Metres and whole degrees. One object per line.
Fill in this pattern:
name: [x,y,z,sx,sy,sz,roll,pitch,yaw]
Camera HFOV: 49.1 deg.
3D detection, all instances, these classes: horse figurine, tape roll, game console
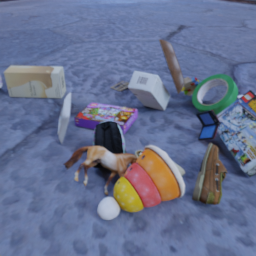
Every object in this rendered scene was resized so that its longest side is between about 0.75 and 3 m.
horse figurine: [-0.731,1.124,8.271,2.214,0.553,1.467,24,66,-12]
tape roll: [3.679,-1.421,11.978,1.880,0.452,1.880,-26,44,28]
game console: [2.780,-0.090,10.140,0.604,0.877,1.018,-35,7,-19]

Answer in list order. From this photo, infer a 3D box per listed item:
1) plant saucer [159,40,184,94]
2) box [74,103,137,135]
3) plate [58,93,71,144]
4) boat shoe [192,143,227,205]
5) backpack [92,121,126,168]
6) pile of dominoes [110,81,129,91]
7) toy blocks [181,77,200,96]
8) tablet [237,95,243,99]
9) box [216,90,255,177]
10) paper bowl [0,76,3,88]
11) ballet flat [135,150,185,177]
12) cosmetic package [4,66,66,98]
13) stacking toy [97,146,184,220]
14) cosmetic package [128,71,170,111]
plant saucer: [1.907,-2.644,11.890,0.449,2.453,2.453,-19,31,10]
box: [-0.882,-0.428,11.474,2.187,0.428,1.496,10,32,20]
plate: [-2.350,-0.378,10.244,0.228,1.410,1.407,11,40,-18]
boat shoe: [2.539,1.391,8.425,0.791,0.837,2.326,14,43,17]
backpack: [-0.673,0.504,9.137,1.241,1.487,0.941,-6,-2,-11]
pile of dominoes: [-0.335,-2.125,14.606,0.950,0.151,0.741,-32,44,-28]
toy blocks: [2.997,-1.989,13.128,0.871,1.274,0.637,-17,54,33]
tablet: [6.061,-1.152,13.020,1.151,0.121,1.768,-8,33,-13]
box: [4.117,0.088,9.430,1.864,0.543,2.723,-41,33,19]
paper bowl: [-7.224,-2.056,13.467,2.198,1.143,2.198,0,32,0]
ballet flat: [0.956,1.152,8.980,1.747,0.545,0.589,15,48,23]
cosmetic package: [-4.449,-2.224,13.560,2.611,1.373,0.928,0,32,3]
stacking toy: [0.194,1.689,7.544,2.309,1.687,1.687,-31,42,-18]
cosmetic package: [0.939,-1.534,11.886,1.138,2.017,0.818,17,78,29]
